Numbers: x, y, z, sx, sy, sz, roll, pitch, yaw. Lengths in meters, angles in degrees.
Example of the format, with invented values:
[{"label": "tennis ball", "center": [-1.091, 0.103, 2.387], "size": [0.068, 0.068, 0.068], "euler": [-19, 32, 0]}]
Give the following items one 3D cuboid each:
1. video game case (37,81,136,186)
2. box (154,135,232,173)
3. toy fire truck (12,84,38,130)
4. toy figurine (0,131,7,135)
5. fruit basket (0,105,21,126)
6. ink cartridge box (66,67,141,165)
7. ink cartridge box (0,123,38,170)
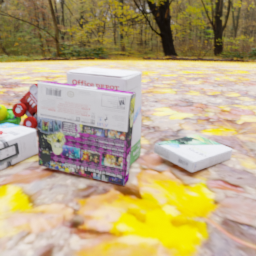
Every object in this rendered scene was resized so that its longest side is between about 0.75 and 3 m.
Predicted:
[{"label": "video game case", "center": [-1.230, 0.103, 7.756], "size": [2.773, 2.513, 0.497], "euler": [9, 16, 18]}, {"label": "box", "center": [2.122, 0.748, 9.046], "size": [2.146, 0.390, 1.549], "euler": [-8, 23, -41]}, {"label": "toy fire truck", "center": [-3.736, -0.749, 11.517], "size": [1.760, 1.478, 0.987], "euler": [50, 16, 6]}, {"label": "toy figurine", "center": [-4.899, -0.473, 8.202], "size": [2.449, 1.467, 1.292], "euler": [4, 10, 9]}, {"label": "fruit basket", "center": [-5.279, -0.579, 11.681], "size": [1.495, 1.495, 1.078], "euler": [0, 38, 1]}, {"label": "ink cartridge box", "center": [-0.705, -0.390, 8.853], "size": [2.058, 2.842, 1.193], "euler": [10, 24, 24]}, {"label": "ink cartridge box", "center": [-4.374, 0.707, 8.732], "size": [1.546, 0.904, 2.666], "euler": [10, 21, 29]}]
